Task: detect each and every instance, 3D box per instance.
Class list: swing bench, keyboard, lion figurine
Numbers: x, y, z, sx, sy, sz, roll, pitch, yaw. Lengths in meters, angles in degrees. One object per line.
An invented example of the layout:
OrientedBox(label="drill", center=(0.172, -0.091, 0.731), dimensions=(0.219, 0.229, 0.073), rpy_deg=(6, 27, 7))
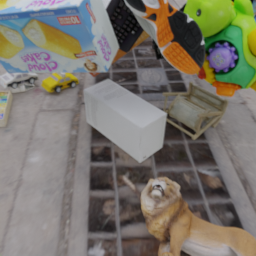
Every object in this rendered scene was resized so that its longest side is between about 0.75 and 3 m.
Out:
OrientedBox(label="swing bench", center=(1.891, -0.552, 8.173), dimensions=(1.389, 0.901, 1.381), rpy_deg=(-25, 46, -33))
OrientedBox(label="keyboard", center=(0.547, -2.663, 6.003), dimensions=(1.633, 2.569, 0.265), rpy_deg=(28, 38, -17))
OrientedBox(label="lion figurine", center=(1.434, 2.063, 5.176), dimensions=(2.850, 1.033, 1.745), rpy_deg=(26, 37, 8))

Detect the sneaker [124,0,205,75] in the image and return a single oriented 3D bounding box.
OrientedBox(label="sneaker", center=(0.728, -1.870, 5.286), dimensions=(0.783, 0.951, 2.068), rpy_deg=(-34, 85, 9))

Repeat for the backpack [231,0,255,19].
OrientedBox(label="backpack", center=(2.744, -3.621, 7.760), dimensions=(2.085, 2.284, 1.536), rpy_deg=(-27, 70, 10))

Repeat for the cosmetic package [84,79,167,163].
OrientedBox(label="cosmetic package", center=(-0.146, -0.250, 7.535), dimensions=(0.957, 1.213, 2.255), rpy_deg=(-31, 51, -33))

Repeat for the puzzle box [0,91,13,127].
OrientedBox(label="puzzle box", center=(-4.869, -0.499, 8.520), dimensions=(2.384, 0.303, 1.586), rpy_deg=(-7, 42, -8))

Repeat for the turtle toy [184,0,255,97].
OrientedBox(label="turtle toy", center=(1.983, -1.784, 5.917), dimensions=(1.398, 2.766, 2.016), rpy_deg=(-28, 47, 4))

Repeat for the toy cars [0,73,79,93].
OrientedBox(label="toy cars", center=(-3.008, -1.739, 9.527), dimensions=(2.617, 0.579, 1.173), rpy_deg=(4, 37, -8))

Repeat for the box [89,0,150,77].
OrientedBox(label="box", center=(-0.608, -2.465, 7.295), dimensions=(1.951, 1.214, 0.951), rpy_deg=(-32, 48, 20))

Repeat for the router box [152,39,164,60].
OrientedBox(label="router box", center=(1.090, -2.429, 7.661), dimensions=(0.854, 1.145, 0.292), rpy_deg=(-11, 59, 9))

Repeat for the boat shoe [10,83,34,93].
OrientedBox(label="boat shoe", center=(-3.607, -1.373, 9.561), dimensions=(0.812, 0.287, 0.281), rpy_deg=(-27, 47, -30))

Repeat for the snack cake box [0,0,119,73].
OrientedBox(label="snack cake box", center=(-1.686, -1.938, 5.723), dimensions=(2.615, 1.504, 0.878), rpy_deg=(4, 54, 22))

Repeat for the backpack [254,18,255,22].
OrientedBox(label="backpack", center=(4.308, -4.053, 11.137), dimensions=(2.328, 2.404, 2.865), rpy_deg=(-23, 48, -15))
